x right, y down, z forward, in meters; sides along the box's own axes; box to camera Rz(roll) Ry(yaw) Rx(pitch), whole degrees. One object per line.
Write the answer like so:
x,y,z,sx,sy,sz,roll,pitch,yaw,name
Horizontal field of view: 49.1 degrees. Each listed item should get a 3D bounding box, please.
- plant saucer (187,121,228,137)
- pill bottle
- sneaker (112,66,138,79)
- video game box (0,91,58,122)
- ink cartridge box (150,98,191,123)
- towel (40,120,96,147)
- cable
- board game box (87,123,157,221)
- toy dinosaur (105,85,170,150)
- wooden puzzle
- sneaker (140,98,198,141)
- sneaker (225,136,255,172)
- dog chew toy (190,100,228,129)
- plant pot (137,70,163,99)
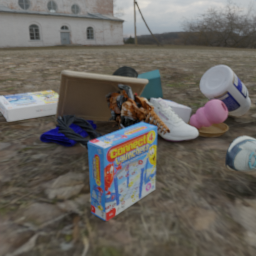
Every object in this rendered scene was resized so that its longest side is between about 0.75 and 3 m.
2.783,0.027,9.882,1.419,0.251,1.419,0,21,0,plant saucer
3.926,-1.355,11.054,2.193,1.313,1.313,32,-4,-39,pill bottle
-0.769,-1.207,10.900,1.062,2.798,1.270,30,42,-28,sneaker
-4.228,-1.041,12.368,2.634,0.617,2.400,-13,26,-31,video game box
1.635,-0.697,11.118,1.041,0.610,1.441,4,16,-32,ink cartridge box
-1.979,0.083,9.488,1.264,0.424,1.711,9,22,20,towel
-1.310,0.110,7.388,1.316,0.410,1.614,20,18,-31,cable
-0.061,0.834,5.753,0.441,1.545,1.578,18,27,39,board game box
0.114,-0.255,8.065,1.417,1.883,2.774,-10,23,-9,toy dinosaur
-1.006,-1.022,9.502,2.665,0.536,2.881,3,-26,-17,wooden puzzle
1.233,-0.292,9.322,2.339,1.165,0.876,21,26,28,sneaker
3.090,0.642,6.279,2.024,0.786,0.874,-2,13,-26,sneaker
2.753,-0.404,9.765,1.341,0.835,0.835,-32,1,34,dog chew toy
0.878,-2.167,14.569,1.660,1.173,1.172,-10,29,6,plant pot
